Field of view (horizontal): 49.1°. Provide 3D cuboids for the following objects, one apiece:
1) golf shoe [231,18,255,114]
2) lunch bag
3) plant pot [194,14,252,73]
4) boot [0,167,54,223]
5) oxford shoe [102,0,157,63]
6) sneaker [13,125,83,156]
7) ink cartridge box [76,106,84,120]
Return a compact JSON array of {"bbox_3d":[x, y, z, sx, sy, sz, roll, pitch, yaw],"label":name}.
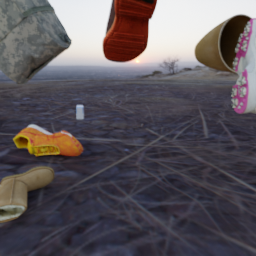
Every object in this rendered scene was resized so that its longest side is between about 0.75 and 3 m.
[{"bbox_3d":[2.735,-1.248,5.762,1.021,2.232,0.840,10,-19,4],"label":"golf shoe"},{"bbox_3d":[-2.673,-2.298,7.267,2.062,1.730,1.437,-29,13,23],"label":"lunch bag"},{"bbox_3d":[2.647,-2.242,7.950,1.491,1.491,1.600,-5,8,-21],"label":"plant pot"},{"bbox_3d":[-2.001,1.265,5.428,1.174,0.444,1.341,-17,16,-12],"label":"boot"},{"bbox_3d":[0.024,-2.503,6.365,1.042,1.062,2.928,6,-20,-13],"label":"oxford shoe"},{"bbox_3d":[-2.325,0.542,8.166,2.333,0.851,0.900,7,40,29],"label":"sneaker"},{"bbox_3d":[-2.363,-0.770,13.755,0.336,0.574,0.794,-2,13,-8],"label":"ink cartridge box"}]
